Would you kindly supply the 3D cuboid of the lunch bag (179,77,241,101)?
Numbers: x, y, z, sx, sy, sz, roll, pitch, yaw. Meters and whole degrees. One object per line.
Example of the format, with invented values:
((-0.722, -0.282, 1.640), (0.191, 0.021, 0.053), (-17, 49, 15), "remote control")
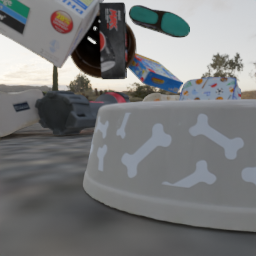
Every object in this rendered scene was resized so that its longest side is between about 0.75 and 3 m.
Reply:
((3.311, -1.084, 11.761), (2.544, 2.038, 0.961), (0, -27, 36), "lunch bag")

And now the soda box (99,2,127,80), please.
((-0.313, -1.815, 5.959), (0.544, 1.538, 0.487), (0, 14, 3), "soda box")

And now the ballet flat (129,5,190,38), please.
((0.779, -2.689, 7.091), (1.599, 0.575, 0.575), (16, 0, -7), "ballet flat")

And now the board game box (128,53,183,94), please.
((0.893, -2.139, 10.636), (1.824, 0.510, 1.786), (8, 32, -40), "board game box")

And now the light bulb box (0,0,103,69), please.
((-1.800, -2.764, 6.023), (2.133, 2.152, 1.343), (29, -49, -12), "light bulb box")

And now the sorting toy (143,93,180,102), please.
((1.054, -0.767, 13.005), (2.223, 1.319, 2.469), (-8, 0, 30), "sorting toy")

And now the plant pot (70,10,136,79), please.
((-0.959, -3.367, 10.291), (2.290, 2.290, 2.267), (0, 38, -7), "plant pot")

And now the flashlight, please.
((-0.759, -0.368, 5.815), (0.950, 0.954, 2.806), (-26, -7, 22), "flashlight")

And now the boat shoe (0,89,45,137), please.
((-2.168, -0.139, 4.391), (0.970, 0.781, 2.093), (-21, -1, 20), "boat shoe")

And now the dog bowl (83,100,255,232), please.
((0.434, 0.078, 1.425), (1.329, 0.390, 1.329), (-1, 2, 0), "dog bowl")
